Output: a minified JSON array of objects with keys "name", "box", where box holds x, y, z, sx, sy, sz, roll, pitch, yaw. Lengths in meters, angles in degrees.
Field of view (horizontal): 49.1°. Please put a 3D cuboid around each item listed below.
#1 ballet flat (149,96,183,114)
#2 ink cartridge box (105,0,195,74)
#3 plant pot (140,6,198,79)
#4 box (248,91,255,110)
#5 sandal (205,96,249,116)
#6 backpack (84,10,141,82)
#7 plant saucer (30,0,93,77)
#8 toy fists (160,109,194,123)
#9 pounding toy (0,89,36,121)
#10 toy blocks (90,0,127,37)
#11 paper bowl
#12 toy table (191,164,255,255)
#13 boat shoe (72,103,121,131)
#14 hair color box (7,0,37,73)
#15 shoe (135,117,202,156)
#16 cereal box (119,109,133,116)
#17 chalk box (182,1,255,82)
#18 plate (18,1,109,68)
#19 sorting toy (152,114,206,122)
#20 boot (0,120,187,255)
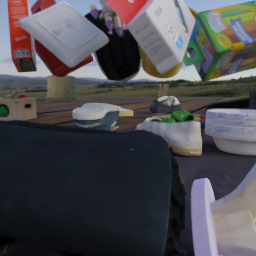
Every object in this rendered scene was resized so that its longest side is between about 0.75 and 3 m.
[{"name":"ballet flat","box":[2.105,-1.212,14.507,2.554,0.933,0.933,-7,11,-44]},{"name":"ink cartridge box","box":[0.502,-2.655,5.974,0.559,2.205,2.502,-27,25,35]},{"name":"plant pot","box":[1.341,-3.100,10.277,2.297,2.161,2.297,3,47,-4]},{"name":"box","box":[4.256,-0.396,7.483,1.923,1.195,1.428,4,9,21]},{"name":"sandal","box":[3.932,-0.633,9.022,2.824,1.121,0.806,4,26,33]},{"name":"backpack","box":[-0.394,-3.339,11.430,2.388,2.861,1.811,-13,9,13]},{"name":"plant saucer","box":[-2.720,-3.034,9.912,2.561,2.566,0.471,-8,33,51]},{"name":"toy fists","box":[1.011,-0.130,6.150,0.874,0.301,0.446,-33,28,-22]},{"name":"pounding toy","box":[-4.610,-0.932,11.195,1.597,1.233,1.735,1,8,10]},{"name":"toy blocks","box":[-0.322,-3.012,7.858,1.274,1.072,1.190,-17,-7,39]},{"name":"paper bowl","box":[2.327,0.058,5.574,1.547,0.805,1.547,0,8,0]},{"name":"toy table","box":[0.733,0.637,1.765,0.543,0.853,0.928,-13,26,18]},{"name":"boat shoe","box":[-0.735,-0.179,7.277,0.991,0.819,2.647,3,10,4]},{"name":"hair color box","box":[-3.022,-2.639,8.005,0.570,1.860,0.944,-7,-12,-12]},{"name":"shoe","box":[0.831,0.062,6.155,0.839,0.640,2.399,-3,9,-23]},{"name":"cereal box","box":[-0.480,-0.726,13.175,1.025,0.282,1.425,-3,8,-19]},{"name":"chalk box","box":[2.656,-2.426,8.091,2.359,1.467,1.460,-16,-22,-9]},{"name":"plate","box":[-1.562,-2.547,7.234,1.743,1.739,0.282,-49,0,-39]},{"name":"sorting toy","box":[1.561,-0.182,8.867,2.267,0.383,1.093,-5,9,-27]},{"name":"boot","box":[-0.833,0.426,2.453,2.202,1.001,2.621,9,-5,-6]}]
